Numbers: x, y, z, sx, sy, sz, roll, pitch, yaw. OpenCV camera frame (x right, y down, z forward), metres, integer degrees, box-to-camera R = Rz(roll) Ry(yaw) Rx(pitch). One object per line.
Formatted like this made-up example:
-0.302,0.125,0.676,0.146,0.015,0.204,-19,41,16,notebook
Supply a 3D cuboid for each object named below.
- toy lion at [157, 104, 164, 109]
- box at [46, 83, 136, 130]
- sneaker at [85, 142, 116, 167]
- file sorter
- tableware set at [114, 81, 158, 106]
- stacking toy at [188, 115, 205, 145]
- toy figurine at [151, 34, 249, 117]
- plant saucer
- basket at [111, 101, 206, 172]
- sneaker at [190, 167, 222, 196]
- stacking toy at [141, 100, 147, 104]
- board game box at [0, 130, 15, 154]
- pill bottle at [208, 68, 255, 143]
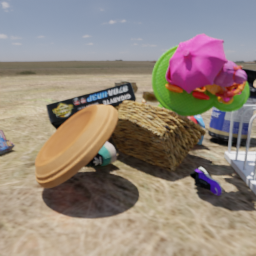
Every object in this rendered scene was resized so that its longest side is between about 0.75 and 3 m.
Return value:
1.778,-0.592,11.186,1.572,0.540,1.506,9,-22,-21,toy lion
-1.344,-0.691,10.357,2.989,0.688,2.376,-17,-6,-10,box
-1.278,0.677,8.751,0.866,0.774,2.168,-14,16,-33,sneaker
4.081,0.479,7.472,2.021,1.813,2.912,1,14,2,file sorter
0.362,-1.167,11.838,2.117,0.294,2.534,10,-24,-3,tableware set
1.577,0.244,10.062,2.163,1.187,1.255,-23,48,-17,stacking toy
1.920,-1.209,6.737,2.766,2.077,2.546,19,3,5,toy figurine
-1.322,0.288,6.648,2.500,0.468,2.500,-35,23,18,plant saucer
0.782,-0.156,8.679,2.527,1.804,1.883,17,51,45,basket
1.823,1.340,6.718,0.461,0.322,0.926,-13,32,-22,sneaker
0.772,-0.659,11.244,0.600,1.034,0.568,-12,-9,-14,stacking toy
-4.385,0.518,9.531,0.277,0.899,0.898,-40,-20,28,board game box
4.010,-0.873,10.600,1.493,2.670,1.493,8,10,-2,pill bottle
